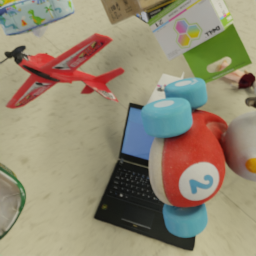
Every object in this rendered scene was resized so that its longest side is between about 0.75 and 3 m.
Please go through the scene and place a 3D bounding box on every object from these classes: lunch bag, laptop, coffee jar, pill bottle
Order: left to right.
[{"bbox_3d":[-2.272,0.938,4.277,1.179,2.262,0.965,36,72,-18],"label":"coffee jar"},{"bbox_3d":[-2.802,-2.968,7.426,1.277,0.709,0.709,31,53,-11],"label":"pill bottle"},{"bbox_3d":[-1.829,-2.341,5.636,1.431,0.590,1.151,-18,25,3],"label":"lunch bag"},{"bbox_3d":[0.686,0.996,6.328,2.273,1.324,2.565,15,53,12],"label":"laptop"}]

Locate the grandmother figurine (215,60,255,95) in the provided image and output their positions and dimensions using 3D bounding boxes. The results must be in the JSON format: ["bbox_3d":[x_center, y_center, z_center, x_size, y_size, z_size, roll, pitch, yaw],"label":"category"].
[{"bbox_3d":[3.625,-1.569,8.904,1.709,0.518,1.037,35,69,28],"label":"grandmother figurine"}]

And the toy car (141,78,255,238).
[{"bbox_3d":[1.607,0.371,4.158,2.236,2.061,1.977,-3,23,29],"label":"toy car"}]

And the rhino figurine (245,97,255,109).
[{"bbox_3d":[2.133,-0.380,3.913,1.284,0.384,0.562,-7,26,-27],"label":"rhino figurine"}]

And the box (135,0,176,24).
[{"bbox_3d":[1.227,-4.086,8.914,2.148,0.530,1.715,-25,39,-6],"label":"box"}]

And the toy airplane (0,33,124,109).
[{"bbox_3d":[-0.929,-0.877,4.674,2.351,2.351,0.432,-10,70,-8],"label":"toy airplane"}]

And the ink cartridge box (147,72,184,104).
[{"bbox_3d":[1.052,-0.838,8.008,0.562,0.954,1.657,19,54,14],"label":"ink cartridge box"}]

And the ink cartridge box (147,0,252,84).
[{"bbox_3d":[1.482,-1.771,5.760,0.696,1.357,1.836,-42,104,-45],"label":"ink cartridge box"}]

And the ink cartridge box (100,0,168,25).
[{"bbox_3d":[0.670,-3.432,6.504,2.274,1.037,2.760,-29,19,-8],"label":"ink cartridge box"}]
